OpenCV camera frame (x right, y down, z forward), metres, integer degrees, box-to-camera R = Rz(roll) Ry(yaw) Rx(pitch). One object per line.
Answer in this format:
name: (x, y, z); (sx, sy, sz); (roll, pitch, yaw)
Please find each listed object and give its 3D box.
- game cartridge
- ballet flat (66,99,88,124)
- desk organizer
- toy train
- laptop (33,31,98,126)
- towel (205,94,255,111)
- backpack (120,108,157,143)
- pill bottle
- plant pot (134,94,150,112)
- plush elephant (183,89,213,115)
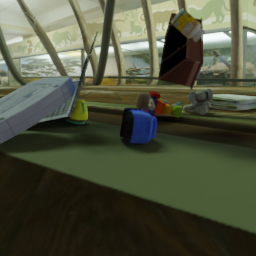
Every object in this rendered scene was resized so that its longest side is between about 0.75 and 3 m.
game cartridge: (-2.866, -0.532, 7.468); (1.928, 0.585, 2.892); (4, 36, 42)
ballet flat: (-2.388, -0.751, 10.166); (0.927, 0.930, 2.775); (-5, 11, -44)
desk organizer: (1.824, -2.739, 9.582); (1.137, 1.059, 2.954); (13, 47, 0)
toy train: (1.353, -0.689, 10.242); (1.338, 0.978, 2.312); (14, 11, 0)
laptop: (-2.230, -1.594, 8.937); (2.878, 1.668, 2.694); (-10, 33, 9)
towel: (5.233, -1.293, 14.087); (2.570, 0.619, 2.200); (-8, 16, -38)
backpack: (0.281, -0.070, 6.861); (0.853, 0.826, 1.016); (1, 9, -10)
pill bottle: (1.741, -2.918, 8.049); (0.931, 0.525, 0.525); (42, 12, -2)
plant pot: (0.738, -1.183, 12.938); (0.901, 0.782, 0.901); (0, 9, 0)
plush elephant: (3.084, -1.178, 12.135); (1.119, 1.052, 1.359); (-1, 11, -4)
